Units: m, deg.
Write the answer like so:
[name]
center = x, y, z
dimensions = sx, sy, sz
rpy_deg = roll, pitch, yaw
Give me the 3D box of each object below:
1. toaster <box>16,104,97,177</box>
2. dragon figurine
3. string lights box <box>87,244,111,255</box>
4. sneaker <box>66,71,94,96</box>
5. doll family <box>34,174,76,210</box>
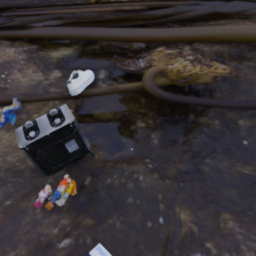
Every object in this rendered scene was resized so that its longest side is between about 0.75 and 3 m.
[toaster]
center = -2.351, 0.461, 9.216
dimensions = 1.861, 2.058, 1.221
rpy_deg = -28, 47, -8
[dragon figurine]
center = -4.607, -0.375, 10.755
dimensions = 0.791, 1.591, 0.468
rpy_deg = 7, 13, -42
[string lights box]
center = -1.085, 3.877, 6.403
dimensions = 1.097, 0.630, 2.136
rpy_deg = 33, 51, 31
[sneaker]
center = -2.185, -2.304, 12.935
dimensions = 0.793, 0.769, 2.172
rpy_deg = -11, 29, 18
[doll family]
center = -2.067, 1.969, 8.422
dimensions = 1.499, 0.676, 0.931
rpy_deg = -29, 20, 30
